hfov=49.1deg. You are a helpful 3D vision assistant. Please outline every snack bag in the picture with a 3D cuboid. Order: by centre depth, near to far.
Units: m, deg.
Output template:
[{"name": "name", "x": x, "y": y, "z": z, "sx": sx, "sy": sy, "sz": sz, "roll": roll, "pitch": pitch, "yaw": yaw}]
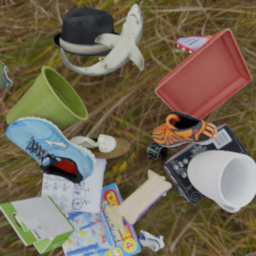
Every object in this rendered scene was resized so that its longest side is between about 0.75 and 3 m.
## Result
[{"name": "snack bag", "x": -1.873, "y": 1.930, "z": 9.600, "sx": 2.116, "sy": 0.226, "sz": 1.995, "roll": 7, "pitch": 88, "yaw": 2}]

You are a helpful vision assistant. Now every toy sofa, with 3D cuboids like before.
[{"name": "toy sofa", "x": 0.412, "y": 2.323, "z": 8.597, "sx": 0.991, "sy": 0.841, "sz": 2.030, "roll": 27, "pitch": 50, "yaw": 37}]

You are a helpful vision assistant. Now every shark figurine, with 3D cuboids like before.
[{"name": "shark figurine", "x": -0.576, "y": -2.203, "z": 8.940, "sx": 3.101, "sy": 1.294, "sz": 1.853, "roll": -27, "pitch": 88, "yaw": 16}]

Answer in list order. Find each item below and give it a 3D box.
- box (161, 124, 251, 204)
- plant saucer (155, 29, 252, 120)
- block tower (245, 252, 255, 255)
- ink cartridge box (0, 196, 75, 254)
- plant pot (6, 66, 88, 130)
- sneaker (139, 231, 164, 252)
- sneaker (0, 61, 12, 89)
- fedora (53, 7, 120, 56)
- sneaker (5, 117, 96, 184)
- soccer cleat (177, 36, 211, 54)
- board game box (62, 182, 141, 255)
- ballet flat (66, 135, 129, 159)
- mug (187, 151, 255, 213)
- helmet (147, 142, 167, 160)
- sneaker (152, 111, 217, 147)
[{"name": "box", "x": 2.964, "y": 1.396, "z": 10.949, "sx": 2.795, "sy": 1.603, "sz": 1.847, "roll": -32, "pitch": 81, "yaw": -6}, {"name": "plant saucer", "x": 2.352, "y": -1.464, "z": 8.775, "sx": 2.619, "sy": 2.624, "sz": 0.482, "roll": -40, "pitch": 48, "yaw": 13}, {"name": "block tower", "x": 6.025, "y": 5.076, "z": 10.819, "sx": 2.858, "sy": 0.772, "sz": 0.826, "roll": -14, "pitch": 81, "yaw": -3}, {"name": "ink cartridge box", "x": -2.712, "y": 2.793, "z": 8.001, "sx": 1.468, "sy": 1.986, "sz": 0.752, "roll": 42, "pitch": 103, "yaw": 24}, {"name": "plant pot", "x": -2.755, "y": -0.527, "z": 9.147, "sx": 2.025, "sy": 2.132, "sz": 2.132, "roll": -37, "pitch": 83, "yaw": 10}, {"name": "sneaker", "x": 0.702, "y": 3.088, "z": 7.639, "sx": 0.469, "sy": 0.813, "sz": 0.328, "roll": 7, "pitch": 92, "yaw": -36}, {"name": "sneaker", "x": -4.036, "y": -1.793, "z": 8.422, "sx": 0.580, "sy": 0.776, "sz": 1.729, "roll": -52, "pitch": 57, "yaw": 34}, {"name": "fedora", "x": -1.378, "y": -3.471, "z": 9.814, "sx": 2.529, "sy": 1.155, "sz": 2.529, "roll": 3, "pitch": 41, "yaw": -2}, {"name": "sneaker", "x": -2.223, "y": 0.647, "z": 7.920, "sx": 2.764, "sy": 1.243, "sz": 1.083, "roll": 29, "pitch": 110, "yaw": -2}, {"name": "soccer cleat", "x": 2.615, "y": -2.883, "z": 9.797, "sx": 0.749, "sy": 2.245, "sz": 0.858, "roll": 18, "pitch": 106, "yaw": -39}, {"name": "board game box", "x": -1.263, "y": 3.948, "z": 10.974, "sx": 2.713, "sy": 0.774, "sz": 2.770, "roll": -23, "pitch": 82, "yaw": -3}, {"name": "ballet flat", "x": -1.156, "y": 0.557, "z": 9.210, "sx": 2.354, "sy": 0.851, "sz": 0.798, "roll": 0, "pitch": 60, "yaw": 5}, {"name": "mug", "x": 2.826, "y": 1.676, "z": 8.629, "sx": 1.510, "sy": 1.794, "sz": 2.046, "roll": -28, "pitch": 104, "yaw": -21}, {"name": "helmet", "x": 1.143, "y": 0.945, "z": 11.428, "sx": 0.765, "sy": 0.802, "sz": 0.802, "roll": 18, "pitch": 79, "yaw": 47}, {"name": "sneaker", "x": 1.409, "y": -0.029, "z": 8.595, "sx": 1.309, "sy": 2.336, "sz": 0.906, "roll": 27, "pitch": 66, "yaw": -38}]
